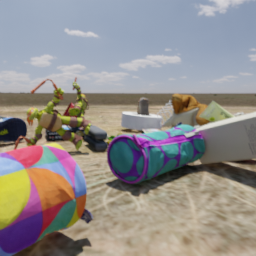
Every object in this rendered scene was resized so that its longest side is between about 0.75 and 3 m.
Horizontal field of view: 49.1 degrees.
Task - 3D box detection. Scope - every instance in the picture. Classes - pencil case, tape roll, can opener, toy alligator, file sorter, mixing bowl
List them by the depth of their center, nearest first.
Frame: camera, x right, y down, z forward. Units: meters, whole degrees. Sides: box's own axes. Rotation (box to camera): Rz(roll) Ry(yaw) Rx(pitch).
[{"bbox_3d":[-1.720,0.998,2.902,1.289,1.289,2.916,5,8,37],"label":"pencil case"},{"bbox_3d":[0.775,0.533,6.749,2.637,1.219,1.122,-9,56,-47],"label":"pencil case"},{"bbox_3d":[-0.432,0.512,10.147,0.634,0.459,1.912,-34,14,-18],"label":"toy alligator"},{"bbox_3d":[-1.151,0.252,10.851,0.978,0.780,2.926,-4,9,-20],"label":"can opener"},{"bbox_3d":[2.063,-0.675,13.136,0.898,0.806,1.294,-9,-21,-28],"label":"file sorter"},{"bbox_3d":[0.712,-0.354,15.215,2.183,0.764,2.183,6,7,-1],"label":"tape roll"},{"bbox_3d":[-3.318,-0.604,16.350,0.848,1.567,1.567,28,-3,-19],"label":"mixing bowl"}]

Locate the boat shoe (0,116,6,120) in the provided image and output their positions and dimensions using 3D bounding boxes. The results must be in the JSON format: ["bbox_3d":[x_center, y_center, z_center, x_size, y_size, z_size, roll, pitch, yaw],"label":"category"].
[{"bbox_3d":[-6.877,-0.118,13.235,2.710,0.973,0.916,-6,9,-22],"label":"boat shoe"}]

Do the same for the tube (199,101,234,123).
[{"bbox_3d":[3.159,-0.258,9.128,1.752,0.508,0.455,25,-11,-23],"label":"tube"}]

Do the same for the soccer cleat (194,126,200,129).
[{"bbox_3d":[2.961,0.371,8.447,2.329,1.006,0.814,3,2,37],"label":"soccer cleat"}]

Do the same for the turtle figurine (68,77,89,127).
[{"bbox_3d":[-2.213,-0.946,13.044,0.797,2.473,1.995,1,38,-3],"label":"turtle figurine"}]

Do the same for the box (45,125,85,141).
[{"bbox_3d":[-2.889,0.202,12.637,1.580,0.457,1.988,-2,7,-18],"label":"box"}]

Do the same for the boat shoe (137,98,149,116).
[{"bbox_3d":[0.796,-0.771,15.298,0.669,1.767,0.634,2,9,-19],"label":"boat shoe"}]

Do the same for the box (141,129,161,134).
[{"bbox_3d":[1.145,0.305,12.517,0.887,0.280,1.612,-1,7,-6],"label":"box"}]

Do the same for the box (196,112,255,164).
[{"bbox_3d":[2.749,0.237,6.899,0.842,1.012,2.464,-22,2,-31],"label":"box"}]

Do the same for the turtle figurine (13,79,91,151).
[{"bbox_3d":[-2.439,-0.053,9.081,2.150,2.666,0.859,25,3,-21],"label":"turtle figurine"}]

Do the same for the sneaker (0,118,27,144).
[{"bbox_3d":[-5.041,0.168,10.572,1.123,1.010,2.731,-1,7,27],"label":"sneaker"}]

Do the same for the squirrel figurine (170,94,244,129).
[{"bbox_3d":[3.107,-0.254,10.893,2.596,1.968,2.781,10,13,20],"label":"squirrel figurine"}]
